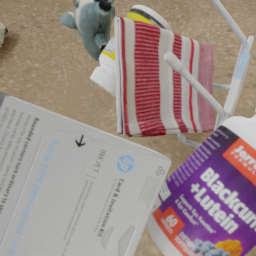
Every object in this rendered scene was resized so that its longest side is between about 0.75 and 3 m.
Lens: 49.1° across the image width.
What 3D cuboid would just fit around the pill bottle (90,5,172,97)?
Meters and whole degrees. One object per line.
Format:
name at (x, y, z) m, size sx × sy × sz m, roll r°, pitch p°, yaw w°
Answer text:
pill bottle at (0.033, -1.413, 5.425) m, size 0.933 × 0.933 × 1.632 m, roll 35°, pitch 93°, yaw 28°

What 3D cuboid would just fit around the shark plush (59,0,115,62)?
shark plush at (-0.485, -2.100, 5.779) m, size 1.290 × 1.183 × 2.840 m, roll -17°, pitch 10°, yaw -21°

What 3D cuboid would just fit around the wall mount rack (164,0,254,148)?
wall mount rack at (1.459, -0.878, 4.880) m, size 1.034 × 2.411 × 2.774 m, roll 16°, pitch 63°, yaw 20°

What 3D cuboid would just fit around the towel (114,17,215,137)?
towel at (0.787, -0.781, 4.876) m, size 2.510 × 1.808 × 0.285 m, roll -2°, pitch 0°, yaw -44°

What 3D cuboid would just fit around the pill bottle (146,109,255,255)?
pill bottle at (1.274, 0.631, 3.267) m, size 2.143 × 1.194 × 1.194 m, roll -48°, pitch 55°, yaw 8°

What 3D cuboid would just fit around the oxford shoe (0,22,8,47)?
oxford shoe at (-4.877, -3.034, 9.901) m, size 0.698 × 0.908 × 2.416 m, roll 32°, pitch 41°, yaw -28°

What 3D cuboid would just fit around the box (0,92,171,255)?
box at (-0.847, 0.611, 2.249) m, size 2.017 × 1.572 × 0.415 m, roll 21°, pitch 2°, yaw -16°
